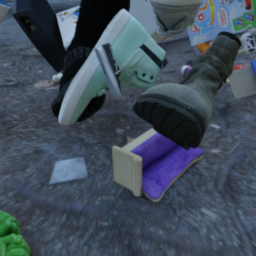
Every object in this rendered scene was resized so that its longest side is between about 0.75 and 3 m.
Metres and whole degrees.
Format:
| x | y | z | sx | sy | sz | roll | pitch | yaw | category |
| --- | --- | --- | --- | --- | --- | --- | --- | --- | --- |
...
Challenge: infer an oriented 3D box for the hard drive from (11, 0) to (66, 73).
| x | y | z | sx | sy | sz | roll | pitch | yaw | category |
| --- | --- | --- | --- | --- | --- | --- | --- | --- | --- |
| -2.572 | -3.091 | 8.600 | 0.552 | 2.609 | 1.760 | -13 | 63 | 9 | hard drive |

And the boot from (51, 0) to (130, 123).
| x | y | z | sx | sy | sz | roll | pitch | yaw | category |
| --- | --- | --- | --- | --- | --- | --- | --- | --- | --- |
| -0.842 | -1.702 | 6.492 | 1.141 | 3.031 | 2.266 | 16 | 47 | -17 | boot |

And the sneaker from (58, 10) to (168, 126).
| x | y | z | sx | sy | sz | roll | pitch | yaw | category |
| --- | --- | --- | --- | --- | --- | --- | --- | --- | --- |
| -0.189 | -0.693 | 4.532 | 1.207 | 2.047 | 0.753 | 34 | 0 | -21 | sneaker |

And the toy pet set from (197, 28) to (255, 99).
| x | y | z | sx | sy | sz | roll | pitch | yaw | category |
| --- | --- | --- | --- | --- | --- | --- | --- | --- | --- |
| 3.104 | -2.030 | 7.173 | 1.414 | 2.487 | 2.664 | -18 | 4 | 43 | toy pet set |

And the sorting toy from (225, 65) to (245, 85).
| x | y | z | sx | sy | sz | roll | pitch | yaw | category |
| --- | --- | --- | --- | --- | --- | --- | --- | --- | --- |
| 5.351 | -2.362 | 12.653 | 1.541 | 0.539 | 1.550 | 14 | 34 | 23 | sorting toy |

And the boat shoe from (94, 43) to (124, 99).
| x | y | z | sx | sy | sz | roll | pitch | yaw | category |
| --- | --- | --- | --- | --- | --- | --- | --- | --- | --- |
| -0.212 | -0.815 | 4.022 | 0.271 | 0.793 | 0.293 | -27 | 16 | -16 | boat shoe |

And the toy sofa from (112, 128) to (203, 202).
| x | y | z | sx | sy | sz | roll | pitch | yaw | category |
| --- | --- | --- | --- | --- | --- | --- | --- | --- | --- |
| 0.896 | 0.594 | 7.135 | 1.271 | 1.079 | 2.605 | 23 | 37 | 35 | toy sofa |

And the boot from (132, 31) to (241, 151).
| x | y | z | sx | sy | sz | roll | pitch | yaw | category |
| --- | --- | --- | --- | --- | --- | --- | --- | --- | --- |
| 1.079 | -0.725 | 4.369 | 1.008 | 1.944 | 2.976 | 31 | 0 | 12 | boot |

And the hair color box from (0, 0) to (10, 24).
| x | y | z | sx | sy | sz | roll | pitch | yaw | category |
| --- | --- | --- | --- | --- | --- | --- | --- | --- | --- |
| -4.299 | -2.134 | 6.749 | 0.877 | 2.898 | 1.449 | 43 | 17 | 6 | hair color box |

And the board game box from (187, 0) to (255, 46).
| x | y | z | sx | sy | sz | roll | pitch | yaw | category |
| --- | --- | --- | --- | --- | --- | --- | --- | --- | --- |
| 1.809 | -2.325 | 5.327 | 1.491 | 1.128 | 0.273 | -13 | 19 | 18 | board game box |

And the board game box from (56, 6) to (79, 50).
| x | y | z | sx | sy | sz | roll | pitch | yaw | category |
| --- | --- | --- | --- | --- | --- | --- | --- | --- | --- |
| -1.412 | -3.059 | 8.472 | 1.287 | 0.353 | 2.039 | -20 | 50 | -2 | board game box |

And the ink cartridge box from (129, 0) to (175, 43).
| x | y | z | sx | sy | sz | roll | pitch | yaw | category |
| --- | --- | --- | --- | --- | --- | --- | --- | --- | --- |
| 0.817 | -3.845 | 9.246 | 1.787 | 1.037 | 2.477 | 53 | 35 | 2 | ink cartridge box |

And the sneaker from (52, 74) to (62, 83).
| x | y | z | sx | sy | sz | roll | pitch | yaw | category |
| --- | --- | --- | --- | --- | --- | --- | --- | --- | --- |
| -3.103 | -2.232 | 12.683 | 0.392 | 0.322 | 0.852 | 13 | 34 | 14 | sneaker |

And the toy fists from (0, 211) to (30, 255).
| x | y | z | sx | sy | sz | roll | pitch | yaw | category |
| --- | --- | --- | --- | --- | --- | --- | --- | --- | --- |
| -2.305 | 2.110 | 5.134 | 0.764 | 0.515 | 1.499 | -19 | 34 | -30 | toy fists |

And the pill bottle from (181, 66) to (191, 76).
| x | y | z | sx | sy | sz | roll | pitch | yaw | category |
| --- | --- | --- | --- | --- | --- | --- | --- | --- | --- |
| 2.876 | -2.574 | 13.043 | 0.511 | 0.511 | 0.918 | -14 | 34 | -22 | pill bottle |

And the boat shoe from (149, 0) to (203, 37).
| x | y | z | sx | sy | sz | roll | pitch | yaw | category |
| --- | --- | --- | --- | --- | --- | --- | --- | --- | --- |
| 0.679 | -1.557 | 3.796 | 0.641 | 0.655 | 1.838 | 17 | 27 | 13 | boat shoe |

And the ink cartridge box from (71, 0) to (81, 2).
| x | y | z | sx | sy | sz | roll | pitch | yaw | category |
| --- | --- | --- | --- | --- | --- | --- | --- | --- | --- |
| -1.925 | -4.951 | 9.715 | 0.750 | 0.296 | 1.508 | 11 | -7 | 6 | ink cartridge box |
